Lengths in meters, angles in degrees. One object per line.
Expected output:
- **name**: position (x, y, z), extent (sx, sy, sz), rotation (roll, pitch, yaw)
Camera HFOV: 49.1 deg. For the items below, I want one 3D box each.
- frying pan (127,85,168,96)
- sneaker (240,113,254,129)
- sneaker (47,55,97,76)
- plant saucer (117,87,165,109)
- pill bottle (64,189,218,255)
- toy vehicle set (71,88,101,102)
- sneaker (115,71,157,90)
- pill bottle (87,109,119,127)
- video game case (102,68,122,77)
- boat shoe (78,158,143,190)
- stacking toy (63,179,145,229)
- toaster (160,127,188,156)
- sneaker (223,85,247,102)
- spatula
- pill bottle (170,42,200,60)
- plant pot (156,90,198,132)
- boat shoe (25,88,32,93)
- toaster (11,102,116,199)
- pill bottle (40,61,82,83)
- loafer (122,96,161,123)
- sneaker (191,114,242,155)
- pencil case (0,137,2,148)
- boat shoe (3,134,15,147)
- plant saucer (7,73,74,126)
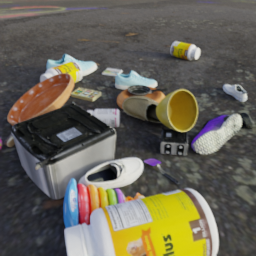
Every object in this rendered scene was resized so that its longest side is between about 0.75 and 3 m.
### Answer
- **frying pan**: position (0.807, -1.698, 12.528), extent (1.702, 0.277, 1.029), rotation (-7, 32, -15)
- **sneaker**: position (4.465, -0.312, 10.896), extent (0.544, 0.363, 0.949), rotation (3, 37, -7)
- **sneaker**: position (-2.999, -3.388, 15.050), extent (2.754, 1.128, 1.018), rotation (-17, 37, -25)
- **plant saucer**: position (0.604, -1.346, 12.494), extent (2.227, 0.417, 2.227), rotation (0, 32, 0)
- **pill bottle**: position (0.226, 2.265, 5.693), extent (2.844, 1.554, 1.554), rotation (-10, 34, -14)
- **toy vehicle set**: position (-1.964, -1.556, 13.060), extent (1.203, 0.159, 0.748), rotation (14, 35, 21)
- **sneaker**: position (0.382, -2.330, 13.640), extent (2.064, 0.846, 0.763), rotation (-1, 33, -1)
- **pill bottle**: position (-0.955, -0.372, 10.680), extent (1.207, 0.684, 0.684), rotation (1, 32, 1)
- **video game case**: position (-0.883, -3.075, 15.523), extent (0.900, 0.103, 0.819), rotation (12, 34, 16)
- **boat shoe**: position (-0.347, 1.273, 7.804), extent (2.106, 0.688, 0.775), rotation (-21, 68, -35)
- **stacking toy**: position (-0.482, 1.868, 6.756), extent (2.045, 1.122, 1.187), rotation (1, 59, -17)
- **toaster**: position (1.539, 0.465, 9.456), extent (0.898, 0.589, 0.993), rotation (4, 33, 7)
- **sneaker**: position (5.011, -1.772, 13.044), extent (0.551, 0.534, 1.508), rotation (-12, 34, -18)
- **spatula**: position (1.052, 1.308, 8.522), extent (0.399, 0.145, 1.411), rotation (-14, 38, -35)
- **pill bottle**: position (3.552, -4.762, 17.411), extent (1.698, 0.928, 0.928), rotation (23, 39, 32)
- **plant pot**: position (1.540, -0.566, 9.610), extent (1.397, 1.397, 0.992), rotation (-23, 13, -31)
- **boat shoe**: position (-3.810, -1.558, 12.582), extent (2.080, 0.703, 0.747), rotation (16, 37, 26)
- **toaster**: position (-1.985, 0.585, 8.356), extent (2.628, 1.559, 2.376), rotation (-26, 41, -35)
- **pill bottle**: position (-3.270, -2.511, 13.708), extent (1.077, 1.077, 1.972), rotation (22, 39, 31)
- **loafer**: position (0.746, -0.726, 10.878), extent (2.370, 0.901, 0.799), rotation (14, 9, 25)
- **sneaker**: position (2.891, 0.199, 9.803), extent (2.134, 0.742, 1.061), rotation (-30, 19, -21)
- **pencil case**: position (-4.878, 0.518, 9.422), extent (1.203, 0.532, 0.532), rotation (0, 32, 5)
- **boat shoe**: position (-4.035, 0.304, 9.947), extent (0.317, 0.352, 0.978), rotation (14, 40, 12)
- **plant saucer**: position (-3.355, -1.063, 10.973), extent (2.952, 0.476, 2.952), rotation (-21, 36, 17)
